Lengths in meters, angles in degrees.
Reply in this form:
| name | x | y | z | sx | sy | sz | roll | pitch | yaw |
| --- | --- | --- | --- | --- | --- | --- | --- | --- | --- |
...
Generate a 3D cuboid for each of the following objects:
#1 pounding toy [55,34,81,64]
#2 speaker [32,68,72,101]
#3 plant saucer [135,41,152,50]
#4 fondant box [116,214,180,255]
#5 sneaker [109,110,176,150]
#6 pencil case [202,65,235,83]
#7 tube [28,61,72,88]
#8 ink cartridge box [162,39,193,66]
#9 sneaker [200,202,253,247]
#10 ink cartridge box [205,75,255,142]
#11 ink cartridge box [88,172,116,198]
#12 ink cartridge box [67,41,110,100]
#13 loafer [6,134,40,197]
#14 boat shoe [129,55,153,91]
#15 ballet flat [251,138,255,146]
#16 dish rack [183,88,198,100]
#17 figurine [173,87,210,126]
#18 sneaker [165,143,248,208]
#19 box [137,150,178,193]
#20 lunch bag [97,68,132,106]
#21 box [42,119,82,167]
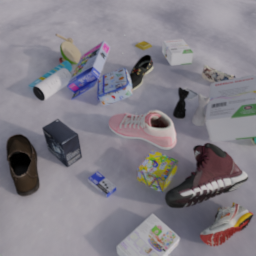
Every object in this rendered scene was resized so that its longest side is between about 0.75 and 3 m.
| name | x | y | z | sx | sy | sz | roll | pitch | yaw |
| --- | --- | --- | --- | --- | --- | --- | --- | --- | --- |
| pounding toy | -3.447 | -4.167 | 15.557 | 1.366 | 0.821 | 1.770 | -9 | 72 | -56 |
| speaker | -3.566 | -2.073 | 13.292 | 0.788 | 0.788 | 1.942 | 22 | 46 | 23 |
| plant saucer | 0.941 | -5.065 | 17.109 | 0.793 | 0.192 | 0.793 | -31 | 50 | -29 |
| fondant box | 0.550 | 3.201 | 7.644 | 1.435 | 0.418 | 1.035 | -33 | 51 | -30 |
| sneaker | 0.477 | -0.204 | 10.588 | 2.829 | 1.479 | 1.065 | 19 | 62 | 21 |
| pencil case | 4.431 | -2.574 | 13.905 | 1.637 | 0.732 | 0.637 | 32 | 52 | 32 |
| tube | -3.848 | -2.584 | 14.118 | 0.908 | 0.591 | 2.344 | 19 | 49 | 34 |
| ink cartridge box | 2.757 | -4.285 | 15.827 | 1.237 | 0.717 | 1.709 | -8 | 42 | -8 |
| sneaker | 2.719 | 2.746 | 8.039 | 1.830 | 0.712 | 0.752 | -16 | 39 | -30 |
| ink cartridge box | 4.274 | -0.816 | 11.134 | 1.978 | 1.147 | 2.731 | -8 | 36 | 27 |
| ink cartridge box | -0.871 | 1.869 | 9.297 | 0.938 | 0.207 | 0.441 | 32 | 50 | 31 |
| ink cartridge box | -1.914 | -2.764 | 13.285 | 1.736 | 0.610 | 2.909 | -22 | 42 | 36 |
| loafer | -3.642 | 1.029 | 9.656 | 1.000 | 0.978 | 2.741 | -19 | 45 | -20 |
| boat shoe | 0.467 | -2.738 | 13.908 | 0.852 | 0.730 | 2.329 | 20 | 58 | 30 |
| ballet flat | 5.491 | 0.242 | 10.946 | 2.060 | 0.695 | 0.642 | -11 | 15 | -18 |
| dish rack | 2.825 | -1.574 | 13.198 | 0.681 | 0.173 | 0.794 | -29 | 49 | -30 |
| figurine | 2.620 | -0.911 | 11.539 | 1.416 | 1.382 | 0.610 | 22 | 46 | 22 |
| sneaker | 2.205 | 1.400 | 8.933 | 2.969 | 1.123 | 1.715 | -9 | 57 | -25 |
| box | 0.986 | 1.440 | 9.449 | 1.015 | 0.643 | 1.054 | 23 | 47 | 24 |
| lunch bag | -0.675 | -1.893 | 12.836 | 1.643 | 0.775 | 2.050 | -18 | 35 | 9 |
| box | -2.348 | 0.539 | 10.028 | 1.206 | 1.227 | 0.720 | 32 | 51 | 32 |
